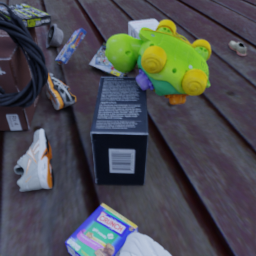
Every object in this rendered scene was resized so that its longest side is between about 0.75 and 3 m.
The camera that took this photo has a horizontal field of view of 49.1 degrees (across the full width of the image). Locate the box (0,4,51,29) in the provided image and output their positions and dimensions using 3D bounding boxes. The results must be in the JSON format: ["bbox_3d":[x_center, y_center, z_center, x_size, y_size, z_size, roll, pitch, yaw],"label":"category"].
[{"bbox_3d":[-3.277,-3.460,8.667,1.422,0.315,1.139,31,41,28],"label":"box"}]

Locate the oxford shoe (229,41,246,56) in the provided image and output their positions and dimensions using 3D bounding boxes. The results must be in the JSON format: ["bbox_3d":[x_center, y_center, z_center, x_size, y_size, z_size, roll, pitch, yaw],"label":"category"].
[{"bbox_3d":[4.910,-3.640,12.454,0.427,0.446,1.208,-11,42,-12],"label":"oxford shoe"}]

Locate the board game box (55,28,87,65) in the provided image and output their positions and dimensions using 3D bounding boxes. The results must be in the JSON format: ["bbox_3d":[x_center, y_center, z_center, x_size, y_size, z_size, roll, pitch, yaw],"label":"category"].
[{"bbox_3d":[-2.265,-3.165,10.963,1.489,0.256,1.008,-57,28,-5],"label":"board game box"}]

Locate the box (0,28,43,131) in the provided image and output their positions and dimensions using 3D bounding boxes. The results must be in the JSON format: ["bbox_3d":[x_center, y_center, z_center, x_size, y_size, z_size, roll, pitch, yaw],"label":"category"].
[{"bbox_3d":[-4.142,-1.689,8.619,2.369,2.393,2.884,0,39,-4],"label":"box"}]

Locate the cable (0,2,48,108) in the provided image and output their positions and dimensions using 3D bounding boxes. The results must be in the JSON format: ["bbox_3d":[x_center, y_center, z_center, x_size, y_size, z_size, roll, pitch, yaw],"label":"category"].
[{"bbox_3d":[-3.254,-1.656,6.932,2.181,2.673,0.679,-33,15,-27],"label":"cable"}]

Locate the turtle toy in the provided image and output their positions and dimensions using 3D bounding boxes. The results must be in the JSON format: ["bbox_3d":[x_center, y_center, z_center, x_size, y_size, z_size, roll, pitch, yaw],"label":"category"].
[{"bbox_3d":[0.766,-1.602,6.936,2.756,1.393,2.009,27,45,-4],"label":"turtle toy"}]

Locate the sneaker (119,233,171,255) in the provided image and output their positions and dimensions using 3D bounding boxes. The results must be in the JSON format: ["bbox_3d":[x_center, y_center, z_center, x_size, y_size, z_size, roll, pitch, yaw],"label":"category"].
[{"bbox_3d":[0.782,3.025,4.300,2.958,1.152,1.470,22,51,36],"label":"sneaker"}]

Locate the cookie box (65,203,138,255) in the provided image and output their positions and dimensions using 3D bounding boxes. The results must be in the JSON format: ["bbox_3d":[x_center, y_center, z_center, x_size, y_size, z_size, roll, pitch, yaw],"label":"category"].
[{"bbox_3d":[-0.502,2.221,5.593,0.958,0.421,1.120,25,46,28],"label":"cookie box"}]

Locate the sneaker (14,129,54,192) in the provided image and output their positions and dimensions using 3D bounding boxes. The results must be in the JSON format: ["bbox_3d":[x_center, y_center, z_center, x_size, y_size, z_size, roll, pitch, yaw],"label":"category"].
[{"bbox_3d":[-2.433,0.768,7.112,0.896,0.737,1.948,-12,41,-8],"label":"sneaker"}]

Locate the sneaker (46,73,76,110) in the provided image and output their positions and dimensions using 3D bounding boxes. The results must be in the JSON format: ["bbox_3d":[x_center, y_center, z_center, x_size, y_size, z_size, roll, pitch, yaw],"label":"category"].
[{"bbox_3d":[-2.358,-1.262,9.551,0.706,0.715,1.827,-13,48,-26],"label":"sneaker"}]

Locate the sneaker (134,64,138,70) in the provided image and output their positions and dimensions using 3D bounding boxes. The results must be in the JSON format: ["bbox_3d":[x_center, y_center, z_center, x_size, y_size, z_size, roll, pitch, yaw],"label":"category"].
[{"bbox_3d":[-0.034,-2.848,11.309,0.732,0.547,1.631,9,30,-22],"label":"sneaker"}]

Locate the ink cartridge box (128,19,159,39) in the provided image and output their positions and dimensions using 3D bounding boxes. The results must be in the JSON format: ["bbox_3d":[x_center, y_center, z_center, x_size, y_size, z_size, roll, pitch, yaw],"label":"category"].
[{"bbox_3d":[0.921,-4.257,12.896,1.395,0.809,1.890,-10,40,-12],"label":"ink cartridge box"}]

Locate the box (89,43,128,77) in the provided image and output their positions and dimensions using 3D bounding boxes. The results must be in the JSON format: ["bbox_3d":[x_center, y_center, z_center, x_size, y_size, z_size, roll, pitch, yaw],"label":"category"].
[{"bbox_3d":[-0.602,-2.603,10.923,1.611,0.304,1.100,28,81,29],"label":"box"}]

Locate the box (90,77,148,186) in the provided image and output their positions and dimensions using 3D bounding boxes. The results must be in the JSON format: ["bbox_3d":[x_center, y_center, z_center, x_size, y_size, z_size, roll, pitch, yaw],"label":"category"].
[{"bbox_3d":[-0.164,0.013,7.168,1.250,1.733,2.335,1,40,1],"label":"box"}]

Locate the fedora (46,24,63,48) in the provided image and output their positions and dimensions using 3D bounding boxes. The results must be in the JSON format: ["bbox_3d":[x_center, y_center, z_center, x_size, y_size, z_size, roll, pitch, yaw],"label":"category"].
[{"bbox_3d":[-3.320,-4.105,12.788,0.546,1.069,1.209,16,49,-34],"label":"fedora"}]
